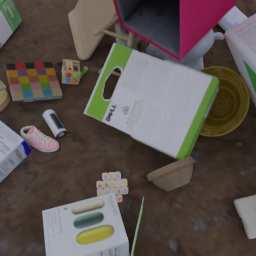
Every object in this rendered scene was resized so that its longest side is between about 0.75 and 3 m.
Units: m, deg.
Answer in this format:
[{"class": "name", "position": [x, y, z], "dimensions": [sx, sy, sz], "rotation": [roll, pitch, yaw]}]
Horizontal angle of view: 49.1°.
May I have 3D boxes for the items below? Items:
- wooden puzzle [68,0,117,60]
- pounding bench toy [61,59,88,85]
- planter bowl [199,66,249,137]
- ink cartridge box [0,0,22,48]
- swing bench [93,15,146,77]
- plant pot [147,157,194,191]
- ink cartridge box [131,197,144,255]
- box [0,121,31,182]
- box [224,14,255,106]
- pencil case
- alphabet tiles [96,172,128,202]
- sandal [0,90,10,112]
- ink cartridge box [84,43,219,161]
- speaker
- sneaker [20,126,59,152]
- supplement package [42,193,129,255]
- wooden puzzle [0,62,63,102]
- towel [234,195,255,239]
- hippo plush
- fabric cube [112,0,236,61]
[{"class": "wooden puzzle", "position": [-0.963, -3.628, 8.596], "dimensions": [0.452, 2.427, 2.245], "rotation": [7, 55, -40]}, {"class": "pounding bench toy", "position": [-1.540, -1.604, 8.228], "dimensions": [0.751, 0.467, 0.586], "rotation": [2, 52, -21]}, {"class": "planter bowl", "position": [2.329, -0.670, 7.425], "dimensions": [1.799, 0.749, 1.799], "rotation": [0, 89, 34]}, {"class": "ink cartridge box", "position": [-4.960, -3.041, 8.636], "dimensions": [1.932, 1.120, 2.668], "rotation": [18, 64, 13]}, {"class": "swing bench", "position": [-0.045, -2.508, 8.064], "dimensions": [1.138, 1.744, 1.754], "rotation": [23, 66, 11]}, {"class": "plant pot", "position": [1.067, 1.136, 6.575], "dimensions": [1.156, 1.156, 0.534], "rotation": [-20, 76, -10]}, {"class": "ink cartridge box", "position": [0.246, 2.639, 5.499], "dimensions": [0.526, 1.595, 2.192], "rotation": [15, 65, 8]}, {"class": "box", "position": [-3.422, 0.587, 7.029], "dimensions": [1.275, 0.727, 1.386], "rotation": [34, 67, 17]}, {"class": "box", "position": [3.957, -1.271, 5.773], "dimensions": [2.665, 2.651, 2.282], "rotation": [-28, 34, 19]}, {"class": "pencil case", "position": [3.478, -3.266, 9.024], "dimensions": [0.786, 0.721, 1.734], "rotation": [-26, 66, -8]}, {"class": "alphabet tiles", "position": [-0.379, 1.444, 6.790], "dimensions": [0.753, 0.055, 0.737], "rotation": [-3, 87, -13]}, {"class": "sandal", "position": [-4.326, -0.244, 7.392], "dimensions": [0.963, 0.864, 2.626], "rotation": [30, 67, 15]}, {"class": "ink cartridge box", "position": [0.593, -0.690, 7.096], "dimensions": [2.761, 1.046, 2.040], "rotation": [25, 95, 17]}, {"class": "speaker", "position": [-2.008, -0.115, 7.640], "dimensions": [0.329, 0.329, 0.810], "rotation": [-30, 66, -14]}, {"class": "sneaker", "position": [-2.335, 0.275, 7.304], "dimensions": [1.051, 0.549, 0.396], "rotation": [18, 55, 9]}, {"class": "supplement package", "position": [-0.849, 2.249, 5.753], "dimensions": [1.489, 1.122, 1.130], "rotation": [-12, 47, -11]}, {"class": "wooden puzzle", "position": [-2.685, -1.339, 8.018], "dimensions": [2.240, 0.157, 1.328], "rotation": [-9, 60, -27]}, {"class": "towel", "position": [3.217, 1.984, 6.544], "dimensions": [1.375, 0.237, 0.911], "rotation": [-8, 62, -14]}, {"class": "hippo plush", "position": [1.432, -2.166, 7.760], "dimensions": [1.934, 1.952, 2.428], "rotation": [0, 63, -1]}, {"class": "fabric cube", "position": [1.008, -3.185, 6.076], "dimensions": [2.074, 2.035, 2.067], "rotation": [39, 78, 25]}]
